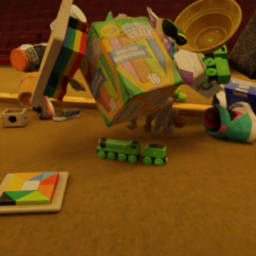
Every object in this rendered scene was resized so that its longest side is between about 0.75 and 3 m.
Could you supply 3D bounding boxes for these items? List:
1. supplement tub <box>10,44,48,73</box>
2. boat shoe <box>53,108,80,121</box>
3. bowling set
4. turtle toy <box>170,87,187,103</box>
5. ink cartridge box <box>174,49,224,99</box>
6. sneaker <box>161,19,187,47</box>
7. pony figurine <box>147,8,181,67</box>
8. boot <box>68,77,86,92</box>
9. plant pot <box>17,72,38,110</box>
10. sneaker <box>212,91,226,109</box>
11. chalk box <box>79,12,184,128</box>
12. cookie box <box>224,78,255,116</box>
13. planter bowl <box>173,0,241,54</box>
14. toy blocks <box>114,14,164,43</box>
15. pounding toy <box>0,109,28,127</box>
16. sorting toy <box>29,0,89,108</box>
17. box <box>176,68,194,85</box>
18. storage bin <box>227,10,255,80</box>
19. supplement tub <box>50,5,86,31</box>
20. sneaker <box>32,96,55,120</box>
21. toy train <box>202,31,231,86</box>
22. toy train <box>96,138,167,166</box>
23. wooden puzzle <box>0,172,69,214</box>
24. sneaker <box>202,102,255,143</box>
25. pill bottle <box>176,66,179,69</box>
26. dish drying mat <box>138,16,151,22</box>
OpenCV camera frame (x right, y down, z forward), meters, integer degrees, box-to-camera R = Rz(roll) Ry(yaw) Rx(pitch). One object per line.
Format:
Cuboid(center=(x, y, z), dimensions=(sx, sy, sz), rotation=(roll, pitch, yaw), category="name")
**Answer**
Cuboid(center=(-3.755, -2.816, 11.326), dimensions=(1.087, 1.087, 1.774), rotation=(10, 22, 27), category="supplement tub")
Cuboid(center=(-2.753, -0.635, 12.498), dimensions=(1.302, 0.462, 0.469), rotation=(-16, 25, -38), category="boat shoe")
Cuboid(center=(1.216, -0.151, 10.492), dimensions=(2.389, 1.282, 1.662), rotation=(-14, 42, -38), category="bowling set")
Cuboid(center=(2.485, -1.825, 15.416), dimensions=(1.523, 0.770, 1.110), rotation=(11, 19, 25), category="turtle toy")
Cuboid(center=(2.784, -2.169, 10.967), dimensions=(0.836, 1.448, 1.991), rotation=(-32, -31, 29), category="ink cartridge box")
Cuboid(center=(1.045, -2.231, 6.468), dimensions=(0.311, 0.798, 0.340), rotation=(-29, 43, 33), category="sneaker")
Cuboid(center=(1.659, -3.384, 11.699), dimensions=(2.336, 2.806, 2.708), rotation=(12, 30, -49), category="pony figurine")
Cuboid(center=(-1.871, -1.584, 10.667), dimensions=(0.874, 0.330, 0.998), rotation=(47, 7, 21), category="boot")
Cuboid(center=(-4.858, -1.750, 14.263), dimensions=(1.670, 1.670, 1.529), rotation=(1, 35, 2), category="plant pot")
Cuboid(center=(4.818, -1.304, 14.103), dimensions=(0.962, 0.828, 2.273), rotation=(10, 28, 3), category="sneaker")
Cuboid(center=(-0.175, -1.758, 7.558), dimensions=(1.733, 2.800, 1.742), rotation=(-20, -16, -30), category="chalk box")
Cuboid(center=(4.974, -1.199, 11.973), dimensions=(1.459, 1.706, 0.641), rotation=(25, 68, 36), category="cookie box")
Cuboid(center=(2.081, -2.490, 7.313), dimensions=(1.734, 1.734, 0.722), rotation=(14, -17, 35), category="planter bowl")
Cuboid(center=(0.243, -2.794, 9.085), dimensions=(1.563, 1.408, 1.673), rotation=(1, 16, -12), category="toy blocks")
Cuboid(center=(-4.916, -0.340, 11.423), dimensions=(1.344, 0.615, 1.181), rotation=(-2, 19, -6), category="pounding toy")
Cuboid(center=(-1.743, -2.009, 7.467), dimensions=(0.812, 2.335, 2.321), rotation=(18, 47, -21), category="sorting toy")
Cuboid(center=(0.794, -1.718, 9.385), dimensions=(2.325, 0.455, 1.591), rotation=(7, 7, 35), category="box")
Cuboid(center=(4.428, -2.760, 9.056), dimensions=(1.505, 2.227, 1.044), rotation=(-9, 45, -43), category="storage bin")
Cuboid(center=(-2.379, -4.137, 11.098), dimensions=(1.244, 0.821, 0.821), rotation=(-33, 7, 23), category="supplement tub")
Cuboid(center=(-4.029, -1.149, 12.813), dimensions=(0.867, 0.816, 2.118), rotation=(-20, 47, -18), category="sneaker")
Cuboid(center=(2.920, -2.611, 9.537), dimensions=(0.836, 0.619, 2.965), rotation=(-3, 55, 10), category="toy train")
Cuboid(center=(0.071, 0.693, 8.456), dimensions=(2.242, 0.632, 0.468), rotation=(6, 20, 16), category="toy train")
Cuboid(center=(-2.336, 1.464, 6.721), dimensions=(1.610, 0.324, 1.740), rotation=(-2, 19, -3), category="wooden puzzle")
Cuboid(center=(3.738, -0.381, 10.813), dimensions=(1.757, 1.217, 2.910), rotation=(12, 22, 4), category="sneaker")
Cuboid(center=(1.947, -3.442, 13.063), dimensions=(1.638, 0.910, 0.910), rotation=(26, 20, -3), category="pill bottle")
Cuboid(center=(0.833, -4.412, 15.257), dimensions=(1.145, 2.982, 0.271), rotation=(-2, 14, -40), category="dish drying mat")
